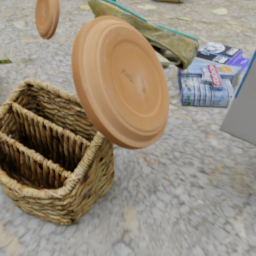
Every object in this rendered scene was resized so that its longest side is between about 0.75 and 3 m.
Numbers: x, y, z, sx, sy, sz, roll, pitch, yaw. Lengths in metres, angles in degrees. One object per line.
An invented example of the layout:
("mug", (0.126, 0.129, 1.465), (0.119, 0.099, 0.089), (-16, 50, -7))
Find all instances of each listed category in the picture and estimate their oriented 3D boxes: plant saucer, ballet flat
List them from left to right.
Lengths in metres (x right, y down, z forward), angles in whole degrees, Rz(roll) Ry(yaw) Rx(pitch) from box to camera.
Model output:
("plant saucer", (-2.252, -3.119, 7.633), (0.221, 1.367, 1.367), (-4, 34, -38))
("plant saucer", (0.048, -0.734, 4.415), (0.346, 2.142, 2.142), (-17, 25, 38))
("ballet flat", (0.285, -1.861, 5.807), (2.521, 0.891, 0.891), (18, 37, -14))

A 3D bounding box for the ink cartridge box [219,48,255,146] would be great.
("ink cartridge box", (3.227, -0.999, 5.200), (1.883, 1.917, 2.603), (25, 53, 17))

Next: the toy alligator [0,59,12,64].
("toy alligator", (-5.434, -2.889, 12.150), (0.759, 0.182, 0.251), (-9, 39, -11))

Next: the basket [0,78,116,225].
("basket", (-1.954, 0.488, 6.348), (2.948, 2.196, 2.104), (26, 45, 27))

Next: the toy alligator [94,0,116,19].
("toy alligator", (-0.408, -2.629, 6.187), (0.297, 1.236, 0.410), (-22, 68, -41))

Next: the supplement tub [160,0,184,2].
("supplement tub", (2.808, -9.741, 19.408), (2.401, 1.746, 1.746), (11, 40, 13))

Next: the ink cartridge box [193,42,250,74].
("ink cartridge box", (4.056, -2.992, 12.073), (2.113, 0.459, 2.094), (26, 45, 27))

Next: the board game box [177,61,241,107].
("board game box", (3.047, -1.685, 10.224), (2.311, 0.713, 2.312), (2, 39, 3))

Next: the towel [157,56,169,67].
("towel", (1.003, -2.984, 11.982), (1.064, 0.262, 1.434), (-4, 34, -33))
